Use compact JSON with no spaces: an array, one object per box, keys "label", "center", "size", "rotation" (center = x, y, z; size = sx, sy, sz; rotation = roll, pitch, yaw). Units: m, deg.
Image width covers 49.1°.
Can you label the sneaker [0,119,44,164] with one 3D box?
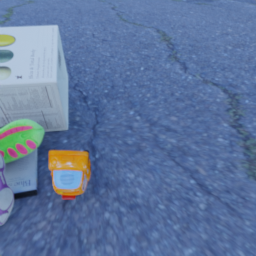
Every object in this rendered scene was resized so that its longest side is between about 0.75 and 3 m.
[{"label":"sneaker","center":[-3.376,0.577,6.831],"size":[2.875,1.103,1.205],"rotation":[-14,1,0]}]

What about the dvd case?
[{"label":"dvd case","center":[-2.971,1.045,6.902],"size":[1.404,0.173,1.967],"rotation":[-9,35,-13]}]

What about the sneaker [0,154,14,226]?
[{"label":"sneaker","center":[-2.839,1.250,5.744],"size":[0.776,0.583,1.558],"rotation":[-21,74,15]}]

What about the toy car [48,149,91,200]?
[{"label":"toy car","center":[-2.112,0.915,5.782],"size":[2.964,1.454,0.986],"rotation":[9,64,-20]}]

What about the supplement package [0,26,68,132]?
[{"label":"supplement package","center":[-3.327,-1.309,8.027],"size":[2.919,2.199,2.215],"rotation":[-4,57,-6]}]
